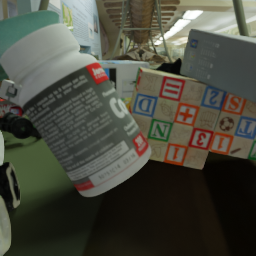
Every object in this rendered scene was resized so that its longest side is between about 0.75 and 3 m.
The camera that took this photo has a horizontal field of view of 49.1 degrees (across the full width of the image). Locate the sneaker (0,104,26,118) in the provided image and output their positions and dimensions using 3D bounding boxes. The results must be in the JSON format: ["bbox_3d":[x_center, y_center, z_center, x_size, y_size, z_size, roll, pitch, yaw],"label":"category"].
[{"bbox_3d":[-4.162,-0.526,9.255,0.909,0.575,1.616,7,11,32],"label":"sneaker"}]

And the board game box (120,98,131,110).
[{"bbox_3d":[-0.598,-0.325,7.930,1.362,0.275,1.042,-40,28,-16],"label":"board game box"}]

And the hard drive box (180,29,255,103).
[{"bbox_3d":[2.371,-1.055,4.902,1.766,0.870,2.265,-7,28,-34],"label":"hard drive box"}]

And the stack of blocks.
[{"bbox_3d":[1.420,-0.089,5.649,2.840,1.635,0.832,11,16,-6],"label":"stack of blocks"}]

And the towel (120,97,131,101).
[{"bbox_3d":[-0.226,-1.070,10.870,1.283,0.146,0.921,4,21,6],"label":"towel"}]

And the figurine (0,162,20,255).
[{"bbox_3d":[-2.261,1.131,3.469,1.545,0.682,1.583,-12,18,-12],"label":"figurine"}]

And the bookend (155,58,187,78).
[{"bbox_3d":[1.638,-2.044,12.214,0.855,1.844,1.856,-43,34,-21],"label":"bookend"}]

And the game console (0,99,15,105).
[{"bbox_3d":[-5.525,-0.735,10.674,2.156,0.378,2.437,7,17,12],"label":"game console"}]

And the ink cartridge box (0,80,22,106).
[{"bbox_3d":[-3.391,-1.061,9.358,1.484,0.624,1.083,21,5,32],"label":"ink cartridge box"}]

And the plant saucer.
[{"bbox_3d":[-2.472,-1.254,5.272,2.879,0.518,2.879,-26,13,7],"label":"plant saucer"}]

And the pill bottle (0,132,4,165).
[{"bbox_3d":[-3.335,0.407,4.890,1.945,1.077,1.077,0,15,3],"label":"pill bottle"}]

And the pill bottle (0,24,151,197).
[{"bbox_3d":[-0.797,-0.273,4.439,1.375,2.414,1.375,-31,8,5],"label":"pill bottle"}]

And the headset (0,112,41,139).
[{"bbox_3d":[-2.847,-0.175,7.177,0.994,0.756,1.609,19,0,33],"label":"headset"}]

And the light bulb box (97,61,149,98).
[{"bbox_3d":[-0.906,-2.222,13.199,2.872,1.792,2.847,-6,17,-22],"label":"light bulb box"}]
